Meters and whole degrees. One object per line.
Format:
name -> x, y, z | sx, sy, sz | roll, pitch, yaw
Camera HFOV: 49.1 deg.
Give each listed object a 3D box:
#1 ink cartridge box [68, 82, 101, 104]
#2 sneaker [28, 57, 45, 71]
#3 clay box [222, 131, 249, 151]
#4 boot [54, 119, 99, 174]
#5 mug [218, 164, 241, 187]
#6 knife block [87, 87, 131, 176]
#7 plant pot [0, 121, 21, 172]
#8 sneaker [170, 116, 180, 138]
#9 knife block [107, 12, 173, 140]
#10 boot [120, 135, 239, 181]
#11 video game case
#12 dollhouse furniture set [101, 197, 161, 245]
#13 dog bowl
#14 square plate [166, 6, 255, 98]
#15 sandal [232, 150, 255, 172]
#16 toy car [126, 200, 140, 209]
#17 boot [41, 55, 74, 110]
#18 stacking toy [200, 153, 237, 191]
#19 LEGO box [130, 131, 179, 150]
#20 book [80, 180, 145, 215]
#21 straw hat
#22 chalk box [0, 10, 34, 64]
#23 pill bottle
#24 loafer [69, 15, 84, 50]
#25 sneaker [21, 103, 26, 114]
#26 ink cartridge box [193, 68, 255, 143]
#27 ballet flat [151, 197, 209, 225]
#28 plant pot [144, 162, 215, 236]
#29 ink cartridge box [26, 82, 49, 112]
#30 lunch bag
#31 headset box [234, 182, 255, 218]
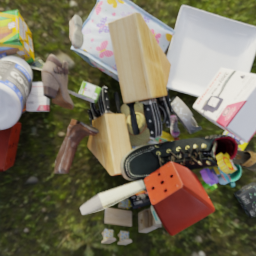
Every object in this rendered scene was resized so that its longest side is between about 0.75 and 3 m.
ink cartridge box -> -1.364, -1.107, 8.127 | 1.086, 0.803, 0.412 | 21, 87, -8
sneaker -> -3.128, -2.248, 9.817 | 1.054, 0.354, 0.473 | 12, 93, 3
clay box -> 3.781, 0.271, 9.747 | 0.824, 0.341, 1.434 | 32, 89, 0
boot -> -1.630, 0.699, 8.455 | 0.572, 1.660, 1.781 | 26, 84, -30
mug -> 3.422, 1.528, 9.620 | 0.694, 0.522, 0.845 | 23, 89, 0
knife block -> -0.480, -0.005, 8.600 | 0.758, 2.369, 2.079 | -2, 120, -37
plant pot -> -4.666, 0.414, 8.933 | 1.982, 2.247, 2.249 | 11, 88, -11
sneaker -> 1.501, -0.015, 9.231 | 0.327, 0.360, 0.814 | -6, 60, 5
knife block -> 0.307, -1.150, 7.352 | 0.889, 2.779, 2.440 | -8, 52, 33
boot -> 1.417, 0.794, 7.901 | 2.867, 2.166, 1.035 | -9, 84, -30
video game case -> 0.494, 2.080, 9.141 | 1.089, 0.984, 0.139 | -13, 131, -17
dollhouse furniture set -> 0.080, 2.850, 8.948 | 1.649, 1.073, 1.515 | 14, 54, -21
dog bowl -> 1.740, -0.347, 8.631 | 0.368, 1.254, 1.254 | -37, 89, 5
square plate -> 2.823, -2.436, 9.798 | 2.939, 0.422, 2.967 | 17, 88, 1
sandal -> 3.255, 0.829, 7.579 | 0.371, 1.375, 0.552 | 37, 74, -42
toy car -> 0.167, 2.345, 9.571 | 0.187, 0.840, 0.790 | 2, 72, -37
boot -> -1.769, -1.197, 7.430 | 0.526, 1.498, 1.095 | 5, 78, 15
stacking toy -> 2.563, 1.419, 8.028 | 1.784, 2.366, 0.556 | -43, 59, 32
LEGO box -> 0.804, 0.597, 9.605 | 1.561, 0.602, 1.162 | 24, 88, 1
book -> -0.421, 1.904, 7.717 | 1.581, 1.056, 0.380 | -12, 72, -44
straw hat -> 0.235, -0.141, 8.927 | 1.562, 0.661, 1.562 | 0, 93, 0
chalk box -> -4.356, -2.807, 9.228 | 2.063, 1.277, 1.283 | -12, 70, -1
pill bottle -> -3.595, -1.137, 8.133 | 1.407, 2.473, 1.407 | -3, 123, -5
loafer -> -1.491, -2.647, 7.897 | 0.342, 0.391, 1.088 | -17, 65, 32
sneaker -> -4.050, -0.677, 9.646 | 1.083, 0.607, 0.420 | -10, 88, 0
ink cartridge box -> 2.647, -0.661, 7.092 | 0.807, 1.914, 1.385 | 32, 99, -18
ballet flat -> 1.717, 2.646, 9.005 | 2.418, 0.815, 0.754 | 2, 67, -32
plant pot -> 1.196, 1.721, 7.363 | 1.365, 1.363, 1.203 | -35, 125, 12
ink cartridge box -> -3.143, -1.068, 9.755 | 0.719, 0.419, 0.987 | -1, 89, 0
lunch bag -> -0.214, -2.802, 9.211 | 2.648, 1.684, 2.246 | 30, 90, -9
headset box -> 4.252, 2.435, 9.631 | 0.822, 0.438, 0.944 | -32, 88, 0
